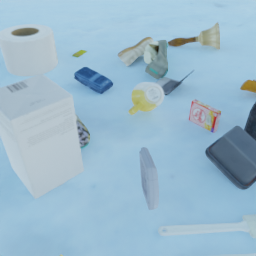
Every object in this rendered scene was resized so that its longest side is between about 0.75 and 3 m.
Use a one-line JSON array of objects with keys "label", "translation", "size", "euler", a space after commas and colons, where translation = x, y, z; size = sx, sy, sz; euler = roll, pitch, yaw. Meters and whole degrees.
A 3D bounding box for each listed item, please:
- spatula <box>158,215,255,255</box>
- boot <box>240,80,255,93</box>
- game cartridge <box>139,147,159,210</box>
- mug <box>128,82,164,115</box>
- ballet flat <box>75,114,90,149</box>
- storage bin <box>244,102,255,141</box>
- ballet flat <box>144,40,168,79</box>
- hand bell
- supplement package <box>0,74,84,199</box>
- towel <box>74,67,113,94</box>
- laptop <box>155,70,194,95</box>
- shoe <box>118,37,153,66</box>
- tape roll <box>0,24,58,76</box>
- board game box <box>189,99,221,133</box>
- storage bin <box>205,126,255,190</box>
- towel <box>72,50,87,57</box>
[{"label": "spatula", "translation": [2.043, 2.401, 5.065], "size": [2.782, 0.223, 1.934], "euler": [-2, 38, -3]}, {"label": "boot", "translation": [4.404, -1.329, 9.612], "size": [1.051, 0.370, 0.752], "euler": [-18, 53, -36]}, {"label": "game cartridge", "translation": [0.416, 1.046, 5.567], "size": [0.232, 1.136, 0.756], "euler": [-8, 35, -4]}, {"label": "mug", "translation": [0.617, -0.866, 8.547], "size": [0.936, 1.169, 0.960], "euler": [15, 0, -11]}, {"label": "ballet flat", "translation": [-2.160, -0.411, 8.139], "size": [1.020, 1.020, 2.837], "euler": [-29, 46, -32]}, {"label": "storage bin", "translation": [4.160, -0.248, 7.563], "size": [2.059, 1.392, 0.966], "euler": [-25, 45, -29]}, {"label": "ballet flat", "translation": [1.106, -3.039, 11.454], "size": [0.931, 0.985, 2.924], "euler": [25, 36, -15]}, {"label": "hand bell", "translation": [3.076, -4.170, 13.283], "size": [2.358, 1.228, 1.228], "euler": [-4, 36, 16]}, {"label": "supplement package", "translation": [-2.008, 0.188, 6.297], "size": [1.346, 2.220, 1.329], "euler": [-28, 45, -32]}, {"label": "towel", "translation": [-1.264, -1.777, 10.220], "size": [1.360, 0.330, 0.760], "euler": [31, 52, 20]}, {"label": "laptop", "translation": [1.562, -1.752, 10.111], "size": [1.215, 0.704, 1.138], "euler": [24, 43, 28]}, {"label": "shoe", "translation": [0.449, -3.364, 12.360], "size": [0.649, 0.850, 2.432], "euler": [54, 48, -4]}, {"label": "tape roll", "translation": [-4.040, -3.206, 11.413], "size": [2.087, 1.433, 2.087], "euler": [-1, 37, 0]}, {"label": "board game box", "translation": [2.261, -0.364, 8.303], "size": [0.210, 0.686, 0.906], "euler": [-29, 45, -33]}, {"label": "storage bin", "translation": [2.647, 0.597, 6.520], "size": [0.957, 0.883, 1.315], "euler": [-31, 66, -23]}, {"label": "towel", "translation": [-2.211, -3.407, 12.822], "size": [0.323, 0.068, 0.750], "euler": [20, 41, 17]}]
